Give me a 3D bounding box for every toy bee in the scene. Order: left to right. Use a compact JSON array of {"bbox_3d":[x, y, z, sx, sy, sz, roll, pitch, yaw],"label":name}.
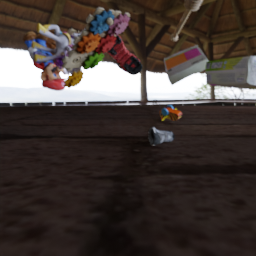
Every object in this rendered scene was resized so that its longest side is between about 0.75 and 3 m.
[{"bbox_3d":[2.045,-0.770,14.616,1.123,0.933,1.716,-18,43,-16],"label":"toy bee"}]

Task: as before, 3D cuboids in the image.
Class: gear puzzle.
[{"bbox_3d":[-1.093,-2.083,8.072,1.522,0.385,2.938,-19,-22,-52],"label":"gear puzzle"}]

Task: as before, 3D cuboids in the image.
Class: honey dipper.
[{"bbox_3d":[2.120,-4.113,10.541,0.564,0.564,2.970,-1,-12,-6],"label":"honey dipper"}]

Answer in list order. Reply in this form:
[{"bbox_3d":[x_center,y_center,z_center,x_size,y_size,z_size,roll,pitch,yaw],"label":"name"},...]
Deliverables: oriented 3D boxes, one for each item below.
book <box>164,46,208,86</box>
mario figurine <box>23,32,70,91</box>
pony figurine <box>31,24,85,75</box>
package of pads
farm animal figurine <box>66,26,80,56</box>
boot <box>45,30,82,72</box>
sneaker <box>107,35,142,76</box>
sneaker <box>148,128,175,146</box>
[{"bbox_3d":[2.559,-2.907,12.596,1.766,0.635,2.643,-25,23,17],"label":"book"},{"bbox_3d":[-3.061,-2.648,11.065,1.526,2.472,1.310,-26,2,-22],"label":"mario figurine"},{"bbox_3d":[-2.154,-2.484,9.129,1.820,1.757,1.516,-4,29,-36],"label":"pony figurine"},{"bbox_3d":[4.303,-1.755,9.450,2.710,0.924,2.094,1,7,-23],"label":"package of pads"},{"bbox_3d":[-2.312,-3.074,11.018,0.723,1.386,1.370,12,-13,8],"label":"farm animal figurine"},{"bbox_3d":[-2.975,-3.496,12.966,2.102,1.632,0.806,21,30,-3],"label":"boot"},{"bbox_3d":[-0.430,-3.557,13.448,0.934,2.643,1.291,-43,10,-3],"label":"sneaker"},{"bbox_3d":[0.860,0.201,6.986,0.657,0.427,1.137,2,5,0],"label":"sneaker"}]
